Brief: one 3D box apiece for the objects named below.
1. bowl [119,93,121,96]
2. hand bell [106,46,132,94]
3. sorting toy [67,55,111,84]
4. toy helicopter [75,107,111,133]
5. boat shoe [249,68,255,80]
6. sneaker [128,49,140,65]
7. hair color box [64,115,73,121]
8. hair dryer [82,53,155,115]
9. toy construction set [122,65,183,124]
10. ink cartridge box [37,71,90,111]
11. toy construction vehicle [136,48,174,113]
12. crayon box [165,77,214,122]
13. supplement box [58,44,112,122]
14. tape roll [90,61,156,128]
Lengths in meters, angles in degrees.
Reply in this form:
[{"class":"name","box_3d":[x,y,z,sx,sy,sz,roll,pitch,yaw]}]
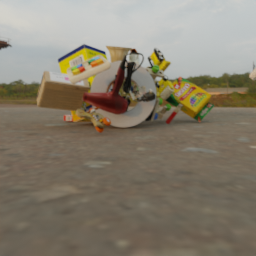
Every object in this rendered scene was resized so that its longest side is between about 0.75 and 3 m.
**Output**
[{"class":"bowl","box_3d":[-1.039,-1.249,12.993,1.491,1.491,0.780,-1,12,-6]},{"class":"hand bell","box_3d":[-0.437,-2.185,11.005,1.012,1.943,1.012,4,16,-1]},{"class":"sorting toy","box_3d":[-1.151,-1.703,7.844,1.176,0.232,1.271,-25,30,-5]},{"class":"toy helicopter","box_3d":[-0.977,-0.323,7.490,0.409,0.686,1.038,-41,-37,26]},{"class":"boat shoe","box_3d":[3.465,-1.437,6.773,0.391,0.383,1.104,-11,-20,-39]},{"class":"sneaker","box_3d":[0.218,-2.569,11.364,0.568,1.560,0.661,-9,-32,6]},{"class":"hair color box","box_3d":[-2.646,-0.455,13.022,0.471,0.271,0.849,3,2,3]},{"class":"hair dryer","box_3d":[-0.374,-1.263,8.875,2.270,1.729,0.617,-25,23,-4]},{"class":"toy construction set","box_3d":[1.097,-1.354,11.159,2.385,1.832,1.989,26,39,-12]},{"class":"ink cartridge box","box_3d":[-2.302,-1.252,9.856,1.555,0.584,1.281,5,-42,-29]},{"class":"toy construction vehicle","box_3d":[1.323,-1.957,12.689,0.895,2.541,2.212,10,-46,-34]},{"class":"crayon box","box_3d":[2.743,-1.310,12.538,2.067,0.525,1.312,36,62,20]},{"class":"supplement box","box_3d":[-1.571,-1.740,11.513,1.503,2.745,1.494,-20,-8,29]},{"class":"tape roll","box_3d":[-0.159,-1.165,9.883,2.274,2.274,0.751,0,4,1]}]
